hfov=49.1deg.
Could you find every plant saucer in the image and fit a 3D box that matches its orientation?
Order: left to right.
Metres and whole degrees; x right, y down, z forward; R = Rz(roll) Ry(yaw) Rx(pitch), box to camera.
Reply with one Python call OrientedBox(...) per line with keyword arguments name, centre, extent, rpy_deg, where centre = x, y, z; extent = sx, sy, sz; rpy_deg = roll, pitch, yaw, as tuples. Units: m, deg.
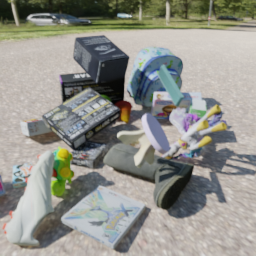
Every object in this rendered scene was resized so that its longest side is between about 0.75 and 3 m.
OrientedBox(name="plant saucer", centre=(1.632, -1.672, 11.046), extent=(0.166, 0.611, 1.749), rpy_deg=(-12, 61, -23))

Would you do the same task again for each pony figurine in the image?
OrientedBox(name="pony figurine", centre=(2.208, 0.177, 9.592), extent=(2.348, 1.955, 2.266), rpy_deg=(-38, 1, 45))

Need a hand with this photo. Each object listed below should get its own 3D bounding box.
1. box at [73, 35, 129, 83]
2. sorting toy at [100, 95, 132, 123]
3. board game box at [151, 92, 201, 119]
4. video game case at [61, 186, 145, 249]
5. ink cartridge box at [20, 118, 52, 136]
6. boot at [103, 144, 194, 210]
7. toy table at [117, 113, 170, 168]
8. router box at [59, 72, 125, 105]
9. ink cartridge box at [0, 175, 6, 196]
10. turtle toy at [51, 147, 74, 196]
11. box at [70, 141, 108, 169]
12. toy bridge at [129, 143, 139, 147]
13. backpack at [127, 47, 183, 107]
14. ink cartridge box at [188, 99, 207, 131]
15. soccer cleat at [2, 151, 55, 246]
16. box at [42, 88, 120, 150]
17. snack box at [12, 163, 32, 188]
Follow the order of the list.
OrientedBox(name="box", centre=(-1.196, -3.008, 12.049), extent=(1.530, 1.079, 2.068), rpy_deg=(-17, 51, -34))
OrientedBox(name="sorting toy", centre=(-0.999, -0.753, 12.553), extent=(2.866, 0.994, 0.987), rpy_deg=(10, 43, -31))
OrientedBox(name="board game box", centre=(2.050, -0.943, 12.420), extent=(1.972, 1.967, 0.406), rpy_deg=(0, 68, 1))
OrientedBox(name="video game case", centre=(-0.592, 2.230, 7.326), extent=(1.549, 0.187, 1.699), rpy_deg=(17, 27, 24))
OrientedBox(name="ink cartridge box", centre=(-3.631, -0.110, 11.542), extent=(1.391, 0.583, 1.221), rpy_deg=(-13, 12, -35))
OrientedBox(name="boot", centre=(0.400, 1.308, 8.637), extent=(2.705, 0.982, 2.460), rpy_deg=(21, 19, 24))
OrientedBox(name="toy table", centre=(0.485, 0.361, 7.638), extent=(0.889, 1.395, 1.517), rpy_deg=(-39, 17, 18))
OrientedBox(name="router box", centre=(-1.610, -1.496, 12.959), extent=(2.873, 2.143, 0.734), rpy_deg=(-8, 40, -17))
OrientedBox(name="ink cartridge box", centre=(-4.576, 1.770, 7.588), extent=(1.303, 0.729, 1.909), rpy_deg=(13, 27, 40))
OrientedBox(name="turtle toy", centre=(-2.043, 1.278, 8.350), extent=(0.740, 1.465, 1.067), rpy_deg=(-7, -14, -4))
OrientedBox(name="box", centre=(-1.455, 0.928, 10.137), extent=(1.034, 0.326, 1.311), rpy_deg=(8, 27, 17))
OrientedBox(name="toy bridge", centre=(0.310, 0.530, 10.475), extent=(1.607, 0.219, 0.540), rpy_deg=(-32, -8, -12))
OrientedBox(name="backpack", centre=(1.505, -2.492, 14.145), extent=(2.548, 2.784, 2.046), rpy_deg=(-5, 38, -26))
OrientedBox(name="ink cartridge box", centre=(2.679, -0.255, 11.194), extent=(0.625, 1.486, 1.084), rpy_deg=(8, 26, 7))
OrientedBox(name="soccer cleat", centre=(-2.277, 1.759, 7.208), extent=(0.956, 0.854, 2.464), rpy_deg=(18, 58, -4))
OrientedBox(name="box", centre=(-1.799, -0.440, 10.843), extent=(1.915, 0.583, 2.375), rpy_deg=(36, 57, 27))
OrientedBox(name="snack box", centre=(-3.409, 1.522, 9.073), extent=(0.606, 0.193, 1.042), rpy_deg=(-9, 27, -18))
